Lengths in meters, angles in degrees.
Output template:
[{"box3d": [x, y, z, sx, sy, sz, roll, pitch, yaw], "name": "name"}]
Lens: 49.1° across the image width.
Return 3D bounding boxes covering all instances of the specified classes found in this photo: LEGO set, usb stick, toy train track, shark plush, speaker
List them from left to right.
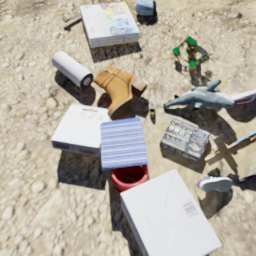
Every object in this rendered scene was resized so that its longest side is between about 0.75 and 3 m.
[{"box3d": [-2.545, -2.648, 12.754, 2.075, 0.843, 0.843, 39, 64, 22], "name": "speaker"}, {"box3d": [-2.440, -6.658, 15.422, 2.861, 0.465, 1.641, -41, 81, -23], "name": "toy train track"}, {"box3d": [3.060, -3.415, 13.390, 1.804, 1.045, 1.387, 41, 95, 28], "name": "LEGO set"}, {"box3d": [2.828, -1.178, 11.517, 2.755, 1.252, 1.148, 3, 49, 6], "name": "shark plush"}, {"box3d": [3.988, 0.574, 10.164, 2.589, 1.485, 0.421, -31, 17, 12], "name": "toy train track"}, {"box3d": [4.359, 1.796, 10.146, 0.865, 0.240, 0.141, -21, 82, -13], "name": "usb stick"}]

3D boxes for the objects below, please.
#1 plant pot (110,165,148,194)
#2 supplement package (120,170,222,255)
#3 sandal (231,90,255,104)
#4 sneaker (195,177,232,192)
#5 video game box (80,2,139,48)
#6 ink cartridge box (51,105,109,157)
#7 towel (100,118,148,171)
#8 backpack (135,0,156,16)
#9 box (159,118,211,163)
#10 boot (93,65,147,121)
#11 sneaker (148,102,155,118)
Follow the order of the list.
[{"box3d": [0.059, 1.673, 9.664, 1.262, 1.149, 1.262, -1, 55, 2], "name": "plant pot"}, {"box3d": [1.173, 2.970, 8.623, 1.984, 1.413, 2.548, -21, 60, -14], "name": "supplement package"}, {"box3d": [5.063, -1.260, 12.026, 1.893, 0.770, 0.465, -16, 98, -11], "name": "sandal"}, {"box3d": [2.999, 1.935, 9.876, 1.394, 0.589, 0.522, 5, 98, -23], "name": "sneaker"}, {"box3d": [-1.016, -5.473, 14.704, 2.564, 0.659, 2.815, -12, 57, -10], "name": "video game box"}, {"box3d": [-1.724, 0.029, 10.930, 1.798, 0.531, 2.247, 9, 42, 6], "name": "ink cartridge box"}, {"box3d": [-0.202, 0.515, 9.861, 1.553, 0.256, 2.145, -8, 48, 1], "name": "towel"}, {"box3d": [0.957, -6.698, 15.550, 1.160, 0.892, 0.946, -3, 65, 14], "name": "backpack"}, {"box3d": [2.221, 0.448, 10.947, 1.643, 0.403, 1.324, 23, 57, 14], "name": "box"}, {"box3d": [-0.652, -1.584, 11.705, 2.061, 1.018, 2.654, 31, 58, 13], "name": "boot"}, {"box3d": [1.026, -0.804, 11.832, 0.306, 0.323, 0.787, -2, 56, -2], "name": "sneaker"}]
